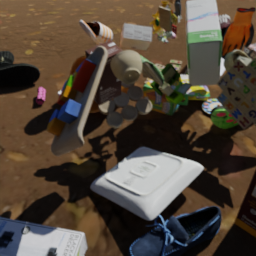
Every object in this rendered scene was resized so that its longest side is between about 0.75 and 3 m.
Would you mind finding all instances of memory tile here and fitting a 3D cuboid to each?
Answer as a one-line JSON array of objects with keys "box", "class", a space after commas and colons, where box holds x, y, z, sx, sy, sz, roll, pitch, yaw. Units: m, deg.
[{"box": [-0.367, -1.128, 9.264, 1.646, 0.180, 2.147, -27, 75, -15], "class": "memory tile"}]

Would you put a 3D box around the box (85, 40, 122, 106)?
[{"box": [-0.645, -1.487, 7.791, 0.825, 1.647, 0.617, -30, 58, -22], "class": "box"}]

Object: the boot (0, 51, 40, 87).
[{"box": [-5.938, -3.118, 14.376, 2.940, 1.106, 2.198, -5, 38, -5], "class": "boot"}]

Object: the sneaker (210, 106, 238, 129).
[{"box": [4.255, -0.815, 11.402, 2.918, 1.120, 1.222, -15, 56, -34], "class": "sneaker"}]

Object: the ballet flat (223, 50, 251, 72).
[{"box": [4.484, -1.543, 9.640, 2.942, 0.917, 0.992, 42, 84, 7], "class": "ballet flat"}]

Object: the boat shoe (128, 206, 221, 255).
[{"box": [1.200, 2.641, 7.249, 2.721, 0.934, 1.145, -21, 43, -25], "class": "boat shoe"}]

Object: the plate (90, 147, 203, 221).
[{"box": [0.510, 1.421, 8.631, 2.630, 0.426, 2.636, 15, 38, 44], "class": "plate"}]

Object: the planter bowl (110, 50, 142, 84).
[{"box": [0.003, -1.458, 7.067, 0.814, 0.814, 0.548, -9, 55, -11], "class": "planter bowl"}]

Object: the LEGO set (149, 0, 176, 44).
[{"box": [1.464, -4.002, 10.574, 0.996, 0.806, 2.165, -10, 60, 39], "class": "LEGO set"}]

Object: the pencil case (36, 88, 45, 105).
[{"box": [-4.011, -1.436, 12.843, 0.429, 0.443, 0.945, 35, 24, -31], "class": "pencil case"}]

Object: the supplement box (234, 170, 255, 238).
[{"box": [4.631, 1.325, 7.285, 1.951, 2.938, 2.898, 30, 48, 33], "class": "supplement box"}]

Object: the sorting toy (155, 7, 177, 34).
[{"box": [1.332, -3.650, 9.368, 0.248, 0.706, 1.465, -22, 38, -14], "class": "sorting toy"}]

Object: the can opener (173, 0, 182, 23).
[{"box": [1.975, -4.755, 11.426, 0.456, 1.373, 0.362, 5, 82, 11], "class": "can opener"}]

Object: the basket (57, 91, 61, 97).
[{"box": [-2.744, -1.486, 12.817, 0.549, 0.499, 0.810, 20, 41, 24], "class": "basket"}]

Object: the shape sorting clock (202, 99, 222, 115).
[{"box": [3.941, -0.914, 12.279, 1.377, 0.270, 1.377, 0, 38, 0], "class": "shape sorting clock"}]

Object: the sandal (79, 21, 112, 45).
[{"box": [-1.075, -3.962, 12.224, 0.849, 2.962, 1.135, -41, 67, 9], "class": "sandal"}]

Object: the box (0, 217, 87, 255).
[{"box": [-2.339, 3.118, 6.829, 2.361, 0.710, 1.377, 8, 39, 10], "class": "box"}]

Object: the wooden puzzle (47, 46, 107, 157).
[{"box": [-1.369, -0.603, 6.790, 0.547, 2.187, 2.361, 20, 69, -25], "class": "wooden puzzle"}]

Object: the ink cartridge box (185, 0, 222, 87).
[{"box": [2.816, -3.262, 10.642, 1.218, 2.022, 2.783, -4, 51, 12], "class": "ink cartridge box"}]

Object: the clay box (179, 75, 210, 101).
[{"box": [3.068, -1.845, 13.136, 1.127, 0.467, 1.961, 2, 38, 0], "class": "clay box"}]

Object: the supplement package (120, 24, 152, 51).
[{"box": [0.328, -3.959, 12.270, 1.222, 0.952, 0.678, 5, 81, -9], "class": "supplement package"}]

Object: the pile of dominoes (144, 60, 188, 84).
[{"box": [2.095, -2.763, 14.491, 2.091, 0.427, 2.683, 13, 40, 15], "class": "pile of dominoes"}]

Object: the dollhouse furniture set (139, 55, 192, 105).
[{"box": [1.126, -1.938, 9.388, 1.037, 2.066, 1.353, -47, 33, 0], "class": "dollhouse furniture set"}]

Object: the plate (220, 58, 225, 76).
[{"box": [4.592, -4.267, 15.277, 0.412, 2.546, 2.552, -24, 16, 44], "class": "plate"}]

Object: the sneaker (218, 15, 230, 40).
[{"box": [4.001, -3.674, 11.672, 0.678, 1.792, 1.035, -7, 54, 23], "class": "sneaker"}]

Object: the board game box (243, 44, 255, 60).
[{"box": [6.610, -2.892, 13.610, 1.038, 1.709, 2.144, -17, 41, -19], "class": "board game box"}]

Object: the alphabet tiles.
[{"box": [3.918, -1.096, 9.025, 0.070, 1.841, 2.213, -2, 49, -46], "class": "alphabet tiles"}]

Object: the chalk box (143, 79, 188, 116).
[{"box": [1.674, -1.362, 12.142, 1.840, 1.145, 1.139, 17, 42, 23], "class": "chalk box"}]

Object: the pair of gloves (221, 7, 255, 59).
[{"box": [4.730, -3.268, 10.193, 2.580, 2.298, 0.319, 0, 55, -4], "class": "pair of gloves"}]

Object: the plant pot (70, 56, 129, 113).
[{"box": [-0.984, -2.014, 12.274, 2.354, 2.354, 2.155, 30, 32, 32], "class": "plant pot"}]
